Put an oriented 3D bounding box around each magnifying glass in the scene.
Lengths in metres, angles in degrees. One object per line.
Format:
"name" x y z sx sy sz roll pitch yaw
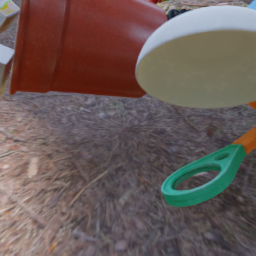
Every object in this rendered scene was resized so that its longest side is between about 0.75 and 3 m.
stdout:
"magnifying glass" 1.748 0.506 4.931 2.792 0.313 1.111 -27 8 -24

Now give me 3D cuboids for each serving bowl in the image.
"serving bowl" 1.346 -1.135 4.568 2.418 2.418 0.795 3 71 4

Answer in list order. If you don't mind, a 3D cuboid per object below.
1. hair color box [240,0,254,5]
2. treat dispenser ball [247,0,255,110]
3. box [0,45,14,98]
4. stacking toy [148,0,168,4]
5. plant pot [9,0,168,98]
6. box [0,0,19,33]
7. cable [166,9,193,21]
"hair color box" 3.570 -3.845 7.925 0.579 0.355 1.170 33 11 9
"treat dispenser ball" 3.440 -1.515 5.664 2.764 2.764 2.764 0 37 0
"box" -2.966 -1.183 6.143 0.557 1.144 0.711 20 35 -18
"stacking toy" 1.080 -3.825 8.116 1.011 0.431 0.431 -19 34 16
"plant pot" -0.862 -1.923 6.079 2.847 2.927 2.927 8 33 -22
"box" -3.261 -2.884 6.509 1.203 0.677 0.610 42 37 -15
"cable" 1.899 -2.359 7.974 2.408 0.750 2.951 28 53 -11
